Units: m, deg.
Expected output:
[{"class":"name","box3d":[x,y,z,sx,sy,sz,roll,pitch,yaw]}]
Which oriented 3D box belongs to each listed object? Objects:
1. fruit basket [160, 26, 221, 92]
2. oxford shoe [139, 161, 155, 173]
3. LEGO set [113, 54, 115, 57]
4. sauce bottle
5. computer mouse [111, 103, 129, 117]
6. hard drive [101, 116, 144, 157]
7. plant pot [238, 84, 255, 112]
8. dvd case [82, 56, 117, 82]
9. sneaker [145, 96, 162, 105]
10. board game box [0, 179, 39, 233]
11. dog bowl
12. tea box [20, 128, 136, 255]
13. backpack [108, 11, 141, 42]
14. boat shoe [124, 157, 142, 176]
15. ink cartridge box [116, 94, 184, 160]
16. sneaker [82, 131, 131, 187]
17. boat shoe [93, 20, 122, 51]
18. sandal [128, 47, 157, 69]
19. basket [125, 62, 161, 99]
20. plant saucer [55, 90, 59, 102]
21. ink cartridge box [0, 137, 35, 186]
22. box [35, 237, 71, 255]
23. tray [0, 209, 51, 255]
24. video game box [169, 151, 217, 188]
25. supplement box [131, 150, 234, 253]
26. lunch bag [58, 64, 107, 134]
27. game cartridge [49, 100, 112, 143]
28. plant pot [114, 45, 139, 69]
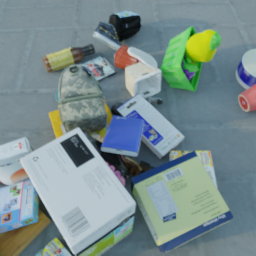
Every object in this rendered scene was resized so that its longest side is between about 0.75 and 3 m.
[{"class":"fruit basket","box3d":[3.009,-3.228,12.520,2.871,2.071,2.871,-21,44,22]},{"class":"oxford shoe","box3d":[0.964,1.726,10.506,1.280,0.465,0.540,21,74,19]},{"class":"LEGO set","box3d":[-0.419,-3.574,14.062,0.759,0.349,0.282,2,18,33]},{"class":"sauce bottle","box3d":[-2.911,-3.540,13.929,2.585,0.853,0.853,-24,58,-18]},{"class":"computer mouse","box3d":[-0.076,-0.658,12.123,1.557,0.411,1.078,33,61,21]},{"class":"hard drive","box3d":[-0.149,0.248,10.317,1.273,0.245,1.930,8,37,6]},{"class":"plant pot","box3d":[5.475,-1.269,12.203,1.030,1.165,1.165,-23,57,-2]},{"class":"dvd case","box3d":[-1.722,-2.746,13.725,1.928,0.212,1.407,-28,60,-20]},{"class":"sneaker","box3d":[1.074,-1.163,12.419,0.832,0.312,0.481,17,27,26]},{"class":"board game box","box3d":[-4.086,2.688,9.435,2.107,0.386,1.594,-16,44,0]},{"class":"dog bowl","box3d":[6.387,-2.677,13.256,2.293,0.903,2.293,0,55,0]},{"class":"tea box","box3d":[-1.444,2.189,8.602,1.987,2.925,2.974,-30,60,-20]},{"class":"backpack","box3d":[-0.148,-5.487,14.918,1.897,1.548,1.459,-23,44,-22]},{"class":"boat shoe","box3d":[0.149,1.394,9.908,0.441,1.224,0.414,25,74,31]},{"class":"ink cartridge box","box3d":[0.864,-0.108,11.459,1.296,0.508,2.738,-37,74,-22]},{"class":"sneaker","box3d":[-0.841,0.999,10.389,2.577,1.018,1.229,48,54,-3]},{"class":"boat shoe","box3d":[-0.746,-4.519,13.966,0.700,1.979,0.899,28,95,54]},{"class":"sandal","box3d":[0.606,-2.928,11.857,1.414,0.347,0.575,35,57,1]},{"class":"basket","box3d":[0.659,-2.141,12.654,1.333,1.345,1.082,-25,54,-15]},{"class":"plant saucer","box3d":[-2.689,-1.638,12.678,1.343,0.241,1.343,-17,50,21]},{"class":"ink cartridge box","box3d":[-4.362,1.504,9.487,2.695,2.185,0.676,-23,60,-12]},{"class":"box","box3d":[-2.203,4.312,8.748,0.983,0.271,1.440,-39,64,-24]},{"class":"tray","box3d":[-3.776,3.537,9.221,1.085,0.407,2.200,34,63,22]},{"class":"video game box","box3d":[2.413,1.679,10.516,1.566,0.402,1.719,1,56,-2]},{"class":"supplement box","box3d":[1.583,2.384,8.996,2.312,1.552,2.309,-23,68,-9]},{"class":"lunch bag","box3d":[-1.733,-0.975,10.347,1.683,2.415,2.025,-14,78,-8]},{"class":"game cartridge","box3d":[-1.726,0.122,11.546,2.493,0.459,2.828,-19,59,-14]},{"class":"plant pot","box3d":[0.118,-3.239,13.434,1.117,1.149,1.149,27,59,24]}]
